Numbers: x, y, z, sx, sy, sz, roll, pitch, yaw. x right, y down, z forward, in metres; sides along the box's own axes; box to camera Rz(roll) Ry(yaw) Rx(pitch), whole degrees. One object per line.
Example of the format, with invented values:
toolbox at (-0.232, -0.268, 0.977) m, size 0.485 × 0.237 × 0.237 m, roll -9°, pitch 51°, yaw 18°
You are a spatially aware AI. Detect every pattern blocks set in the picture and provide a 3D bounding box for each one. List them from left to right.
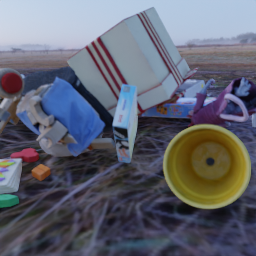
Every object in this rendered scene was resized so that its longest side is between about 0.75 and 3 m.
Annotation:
pattern blocks set at (-2.542, 0.871, 5.182) m, size 2.080 × 0.192 × 2.367 m, roll -7°, pitch 17°, yaw -23°

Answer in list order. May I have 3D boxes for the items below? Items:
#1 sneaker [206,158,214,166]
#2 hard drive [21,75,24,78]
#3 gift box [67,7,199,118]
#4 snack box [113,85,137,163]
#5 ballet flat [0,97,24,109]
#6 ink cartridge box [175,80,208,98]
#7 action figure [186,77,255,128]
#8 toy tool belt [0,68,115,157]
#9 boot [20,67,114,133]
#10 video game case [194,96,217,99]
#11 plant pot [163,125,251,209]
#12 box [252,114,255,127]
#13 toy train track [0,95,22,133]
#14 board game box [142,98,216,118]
sneaker at (1.824, 0.587, 5.926) m, size 0.579 × 0.485 × 1.277 m, roll 17°, pitch 27°, yaw 21°
hard drive at (-4.966, -1.468, 11.154) m, size 1.287 × 0.256 × 1.951 m, roll -16°, pitch -12°, yaw -36°
gift box at (0.366, -1.915, 8.958) m, size 2.761 × 2.794 × 2.992 m, roll -20°, pitch 17°, yaw 40°
snack box at (-0.029, -0.021, 5.560) m, size 0.288 × 1.551 × 0.901 m, roll 8°, pitch 61°, yaw 7°
ballet flat at (-3.228, -0.788, 8.538) m, size 2.923 × 0.986 × 0.911 m, roll -10°, pitch 42°, yaw 39°
ink cartridge box at (1.976, -1.921, 13.372) m, size 2.932 × 0.697 × 2.967 m, roll 7°, pitch 25°, yaw 34°
action figure at (2.586, -0.373, 7.938) m, size 2.452 × 1.642 × 1.825 m, roll -28°, pitch 17°, yaw 47°
toy tool belt at (-1.392, -0.320, 5.550) m, size 1.512 × 2.460 × 1.536 m, roll 3°, pitch 58°, yaw 43°
boot at (-1.568, -0.565, 7.378) m, size 1.778 × 0.708 × 2.157 m, roll -2°, pitch -31°, yaw 29°
video game case at (2.778, -1.269, 13.078) m, size 2.190 × 0.279 × 1.979 m, roll -12°, pitch 18°, yaw -39°
plant pot at (1.310, 0.583, 4.578) m, size 1.238 × 1.238 × 1.165 m, roll 6°, pitch 0°, yaw 21°
box at (4.650, -0.451, 9.060) m, size 1.136 × 0.746 × 1.142 m, roll 6°, pitch 16°, yaw 22°
toy train track at (-3.377, -0.466, 7.868) m, size 0.425 × 1.499 × 2.614 m, roll 29°, pitch -14°, yaw -12°
board game box at (2.231, -0.768, 10.361) m, size 2.819 × 0.516 × 2.132 m, roll 5°, pitch 14°, yaw 30°
